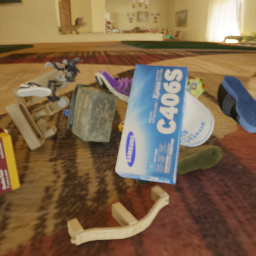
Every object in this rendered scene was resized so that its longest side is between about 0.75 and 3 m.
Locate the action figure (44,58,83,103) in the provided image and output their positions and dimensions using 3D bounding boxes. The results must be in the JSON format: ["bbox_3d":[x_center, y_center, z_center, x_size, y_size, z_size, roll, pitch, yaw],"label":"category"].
[{"bbox_3d":[-2.740,-2.082,11.290,1.263,2.126,1.085,35,1,36],"label":"action figure"}]

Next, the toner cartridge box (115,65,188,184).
[{"bbox_3d":[0.667,-0.174,7.119,1.404,2.955,0.638,5,-21,14],"label":"toner cartridge box"}]

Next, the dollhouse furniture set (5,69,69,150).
[{"bbox_3d":[-3.348,-0.887,11.385,1.993,2.327,2.446,-25,17,2],"label":"dollhouse furniture set"}]

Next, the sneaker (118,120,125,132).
[{"bbox_3d":[0.358,0.477,8.873,0.781,0.740,1.902,-29,62,-10],"label":"sneaker"}]

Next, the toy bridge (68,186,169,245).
[{"bbox_3d":[-0.091,2.286,7.068,2.855,0.389,0.960,-15,27,-30],"label":"toy bridge"}]

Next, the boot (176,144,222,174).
[{"bbox_3d":[1.920,0.691,10.329,2.061,0.778,2.353,-9,24,-22],"label":"boot"}]

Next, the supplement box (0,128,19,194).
[{"bbox_3d":[-5.174,0.937,8.390,2.679,1.803,2.716,-18,29,-36],"label":"supplement box"}]

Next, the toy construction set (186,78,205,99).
[{"bbox_3d":[2.830,-1.570,11.755,0.633,0.902,1.375,15,-14,18],"label":"toy construction set"}]

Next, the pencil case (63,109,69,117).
[{"bbox_3d":[-2.583,-0.585,12.917,0.813,0.353,0.317,21,48,0],"label":"pencil case"}]

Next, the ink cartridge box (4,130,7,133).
[{"bbox_3d":[-5.597,0.318,11.779,0.861,0.291,0.501,-3,23,-6],"label":"ink cartridge box"}]

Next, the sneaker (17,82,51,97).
[{"bbox_3d":[-2.866,-1.213,8.599,1.000,0.392,0.397,0,59,-1],"label":"sneaker"}]

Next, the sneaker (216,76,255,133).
[{"bbox_3d":[3.641,-0.644,9.323,0.878,0.975,2.503,1,46,-7],"label":"sneaker"}]

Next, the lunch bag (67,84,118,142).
[{"bbox_3d":[-1.666,-0.705,11.540,1.402,1.956,2.385,5,13,-35],"label":"lunch bag"}]

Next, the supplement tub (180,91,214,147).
[{"bbox_3d":[1.616,-0.330,8.865,1.569,1.569,2.379,19,0,37],"label":"supplement tub"}]

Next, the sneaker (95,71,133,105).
[{"bbox_3d":[-0.231,-1.820,12.174,2.896,1.208,1.168,25,5,-44],"label":"sneaker"}]

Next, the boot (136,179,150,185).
[{"bbox_3d":[0.445,1.473,9.091,0.734,0.381,1.124,13,19,39],"label":"boot"}]
